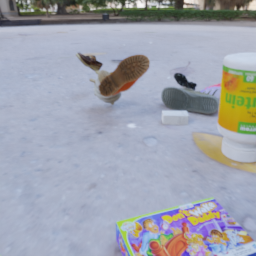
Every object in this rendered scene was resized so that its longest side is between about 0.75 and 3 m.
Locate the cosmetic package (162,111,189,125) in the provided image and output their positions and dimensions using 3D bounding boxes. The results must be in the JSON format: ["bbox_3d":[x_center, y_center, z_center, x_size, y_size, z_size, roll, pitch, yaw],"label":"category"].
[{"bbox_3d":[1.687,-0.373,10.113,0.907,0.385,0.488,0,26,2],"label":"cosmetic package"}]

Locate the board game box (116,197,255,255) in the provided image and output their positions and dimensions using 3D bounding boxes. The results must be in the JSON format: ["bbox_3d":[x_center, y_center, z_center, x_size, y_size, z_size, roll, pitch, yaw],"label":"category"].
[{"bbox_3d":[0.973,2.035,4.892,2.085,0.467,1.402,-9,27,-18],"label":"board game box"}]

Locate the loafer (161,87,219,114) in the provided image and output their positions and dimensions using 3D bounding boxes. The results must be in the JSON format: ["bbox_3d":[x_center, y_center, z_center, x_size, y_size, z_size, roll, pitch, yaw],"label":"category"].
[{"bbox_3d":[2.494,-1.083,11.236,2.476,0.931,0.863,19,18,29],"label":"loafer"}]

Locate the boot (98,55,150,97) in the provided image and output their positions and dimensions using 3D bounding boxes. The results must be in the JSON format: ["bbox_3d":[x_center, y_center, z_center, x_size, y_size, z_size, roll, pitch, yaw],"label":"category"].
[{"bbox_3d":[0.031,-1.807,9.635,2.093,0.785,1.122,-29,-8,33],"label":"boot"}]

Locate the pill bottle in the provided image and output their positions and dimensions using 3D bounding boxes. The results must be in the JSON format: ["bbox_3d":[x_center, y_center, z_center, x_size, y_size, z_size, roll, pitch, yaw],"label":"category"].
[{"bbox_3d":[3.249,-0.526,7.584,1.530,2.755,1.530,-2,24,1],"label":"pill bottle"}]

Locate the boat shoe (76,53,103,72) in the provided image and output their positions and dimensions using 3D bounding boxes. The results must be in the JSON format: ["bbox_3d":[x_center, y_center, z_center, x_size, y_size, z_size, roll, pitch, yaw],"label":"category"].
[{"bbox_3d":[-1.666,-3.000,12.403,0.579,0.578,1.606,55,16,30],"label":"boat shoe"}]

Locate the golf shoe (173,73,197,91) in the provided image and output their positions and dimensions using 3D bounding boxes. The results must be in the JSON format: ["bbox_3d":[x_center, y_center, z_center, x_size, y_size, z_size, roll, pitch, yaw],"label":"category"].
[{"bbox_3d":[2.346,-1.944,12.018,1.215,0.472,0.574,30,-2,-23],"label":"golf shoe"}]

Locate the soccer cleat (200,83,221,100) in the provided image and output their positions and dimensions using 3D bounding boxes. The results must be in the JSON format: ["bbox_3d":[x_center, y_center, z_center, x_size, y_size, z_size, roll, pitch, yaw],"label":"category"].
[{"bbox_3d":[3.804,-1.482,11.267,0.912,1.045,2.733,-24,20,-38],"label":"soccer cleat"}]

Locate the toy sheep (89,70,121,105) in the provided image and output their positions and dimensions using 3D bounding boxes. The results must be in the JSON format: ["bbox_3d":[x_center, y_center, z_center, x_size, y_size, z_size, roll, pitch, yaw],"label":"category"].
[{"bbox_3d":[-0.813,-1.567,11.063,1.240,1.798,1.240,-6,56,10],"label":"toy sheep"}]
